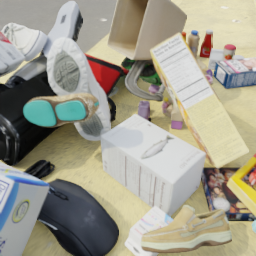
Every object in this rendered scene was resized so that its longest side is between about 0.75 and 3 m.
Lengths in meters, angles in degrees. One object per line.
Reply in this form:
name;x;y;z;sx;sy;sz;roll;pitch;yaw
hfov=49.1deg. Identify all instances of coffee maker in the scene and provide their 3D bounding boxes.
coffee maker;-2.269;-0.560;7.315;2.848;1.997;2.965;20;44;22

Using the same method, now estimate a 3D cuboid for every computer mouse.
computer mouse;-1.741;1.671;5.549;2.068;0.678;2.945;-31;47;-34

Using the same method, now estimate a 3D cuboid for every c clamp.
c clamp;0.855;-1.411;7.895;1.656;0.263;1.938;32;56;2

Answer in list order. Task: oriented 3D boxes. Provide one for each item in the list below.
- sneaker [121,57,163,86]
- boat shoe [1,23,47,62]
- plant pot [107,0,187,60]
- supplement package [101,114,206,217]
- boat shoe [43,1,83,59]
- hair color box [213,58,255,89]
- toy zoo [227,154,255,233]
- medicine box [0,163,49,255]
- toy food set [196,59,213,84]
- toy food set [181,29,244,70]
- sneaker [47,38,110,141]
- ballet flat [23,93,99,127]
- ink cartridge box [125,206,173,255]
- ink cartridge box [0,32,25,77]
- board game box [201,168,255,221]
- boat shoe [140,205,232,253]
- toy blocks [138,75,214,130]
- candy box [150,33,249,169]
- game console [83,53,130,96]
sneaker;0.490;-1.978;9.437;0.885;0.967;2.269;-44;37;5
boat shoe;-3.076;-2.483;7.822;2.448;0.855;0.868;26;84;51
plant pot;0.605;-2.882;8.022;1.545;1.745;1.743;3;25;-32
supplement package;0.495;0.777;6.268;2.016;1.183;1.179;31;48;33
boat shoe;-1.703;-2.644;7.857;0.775;0.639;2.258;-7;55;24
hair color box;4.365;-2.054;10.266;2.108;0.638;1.054;-8;39;-10
toy zoo;3.438;1.182;5.844;2.877;0.294;1.887;-31;55;-28
medicine box;-2.844;1.451;4.510;2.290;1.179;2.086;20;81;14
toy food set;2.555;-2.244;10.758;1.204;0.298;1.895;-5;39;-4
toy food set;3.314;-3.223;11.258;2.718;1.223;1.298;11;40;13
sneaker;-1.142;-0.979;6.942;0.987;2.533;1.258;-15;20;12
ballet flat;-1.340;-0.374;5.727;1.883;0.664;0.615;3;21;34
ink cartridge box;0.409;1.998;5.183;0.546;0.532;0.850;33;45;29
ink cartridge box;-3.262;-1.694;6.665;0.937;0.544;1.298;47;29;-11
board game box;2.636;1.424;6.142;1.839;0.318;1.246;0;38;0
boat shoe;0.986;1.673;4.783;1.817;0.651;0.692;5;77;-33
toy blocks;1.425;-1.234;8.234;2.224;1.872;2.078;5;39;7
candy box;1.548;-0.552;6.440;0.781;1.631;2.825;-30;83;7
game console;-1.405;-1.797;10.156;2.896;1.719;2.496;24;76;23
